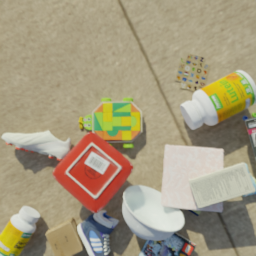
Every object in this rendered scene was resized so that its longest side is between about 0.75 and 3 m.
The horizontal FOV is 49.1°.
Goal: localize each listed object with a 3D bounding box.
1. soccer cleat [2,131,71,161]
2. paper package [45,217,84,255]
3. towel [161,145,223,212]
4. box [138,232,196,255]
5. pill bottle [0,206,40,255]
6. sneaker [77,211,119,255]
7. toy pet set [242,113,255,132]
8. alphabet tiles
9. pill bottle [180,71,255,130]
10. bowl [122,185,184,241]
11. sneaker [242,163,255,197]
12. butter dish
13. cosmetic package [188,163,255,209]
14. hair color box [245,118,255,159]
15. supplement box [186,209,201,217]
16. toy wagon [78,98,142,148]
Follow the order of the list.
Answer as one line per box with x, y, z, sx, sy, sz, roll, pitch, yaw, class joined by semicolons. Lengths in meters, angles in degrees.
-3.557;0.524;11.032;2.638;0.914;1.023;16;82;-6;soccer cleat
-2.444;4.336;10.892;1.164;0.632;1.221;-26;88;-1;paper package
2.435;1.884;10.619;2.264;0.382;2.371;3;81;13;towel
1.254;5.125;10.732;1.701;0.495;2.484;28;87;15;box
-4.199;3.984;10.710;1.028;1.028;1.823;33;87;2;pill bottle
-0.867;4.222;10.776;1.508;0.829;2.059;-34;81;4;sneaker
5.655;-0.018;11.023;1.616;0.858;1.509;-19;87;0;toy pet set
2.655;-2.279;11.562;1.251;0.048;1.503;14;87;0;alphabet tiles
3.412;-0.990;10.766;2.634;1.463;1.463;-27;87;-1;pill bottle
0.724;3.264;10.238;2.419;2.419;1.087;26;108;1;bowl
4.879;2.013;11.086;0.879;0.536;1.347;-5;96;2;sneaker
-1.268;1.699;10.528;2.227;1.646;2.221;39;75;8;butter dish
3.233;2.018;9.837;1.990;0.727;1.030;-19;79;9;cosmetic package
5.458;0.888;10.329;1.373;0.841;2.774;-18;83;34;hair color box
2.538;2.816;10.991;0.868;0.583;0.867;32;88;3;supplement box
-0.733;-0.192;11.207;2.579;0.510;2.001;-1;86;0;toy wagon
